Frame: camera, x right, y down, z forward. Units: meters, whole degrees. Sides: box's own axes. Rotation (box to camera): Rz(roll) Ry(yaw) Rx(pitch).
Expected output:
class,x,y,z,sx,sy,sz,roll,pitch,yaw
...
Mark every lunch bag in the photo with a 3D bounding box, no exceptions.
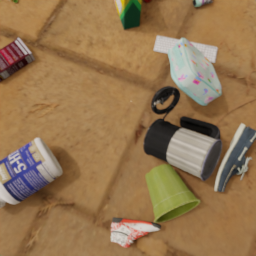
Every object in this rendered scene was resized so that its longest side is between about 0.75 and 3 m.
class,x,y,z,sx,sy,sz,roll,pitch,yaw
lunch bag,2.322,-2.084,10.195,1.927,0.926,2.403,28,39,-28

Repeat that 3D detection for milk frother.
class,x,y,z,sx,sy,sz,roll,pitch,yaw
milk frother,1.819,0.117,9.129,2.256,2.399,2.165,22,68,33

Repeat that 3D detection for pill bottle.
class,x,y,z,sx,sy,sz,roll,pitch,yaw
pill bottle,-3.694,1.629,9.435,2.569,1.537,1.537,-34,75,-11

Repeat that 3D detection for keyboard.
class,x,y,z,sx,sy,sz,roll,pitch,yaw
keyboard,2.410,-3.310,11.791,2.591,0.138,0.729,12,72,4

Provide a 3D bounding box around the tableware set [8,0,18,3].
class,x,y,z,sx,sy,sz,roll,pitch,yaw
tableware set,-5.068,-6.045,12.689,0.583,0.133,0.866,24,73,7

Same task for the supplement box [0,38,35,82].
class,x,y,z,sx,sy,sz,roll,pitch,yaw
supplement box,-4.852,-2.741,11.386,1.775,0.540,0.966,-37,76,-12

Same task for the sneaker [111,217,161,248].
class,x,y,z,sx,sy,sz,roll,pitch,yaw
sneaker,0.234,3.539,9.334,1.661,0.555,0.890,6,73,5

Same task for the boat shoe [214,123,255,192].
class,x,y,z,sx,sy,sz,roll,pitch,yaw
boat shoe,3.855,1.124,9.912,0.854,1.035,2.763,25,64,19

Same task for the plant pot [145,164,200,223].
class,x,y,z,sx,sy,sz,roll,pitch,yaw
plant pot,1.307,2.111,9.398,1.634,1.634,1.551,-22,61,-7

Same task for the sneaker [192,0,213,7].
class,x,y,z,sx,sy,sz,roll,pitch,yaw
sneaker,3.347,-6.221,12.533,1.144,0.636,1.635,-10,81,-5

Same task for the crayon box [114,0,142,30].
class,x,y,z,sx,sy,sz,roll,pitch,yaw
crayon box,-0.209,-5.964,11.452,0.816,2.415,2.799,-15,73,-5

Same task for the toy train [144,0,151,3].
class,x,y,z,sx,sy,sz,roll,pitch,yaw
toy train,1.561,-6.477,12.209,2.254,1.304,0.954,-17,73,-5
